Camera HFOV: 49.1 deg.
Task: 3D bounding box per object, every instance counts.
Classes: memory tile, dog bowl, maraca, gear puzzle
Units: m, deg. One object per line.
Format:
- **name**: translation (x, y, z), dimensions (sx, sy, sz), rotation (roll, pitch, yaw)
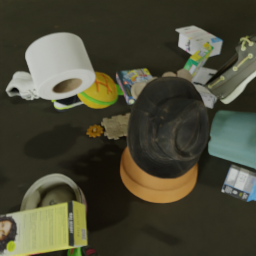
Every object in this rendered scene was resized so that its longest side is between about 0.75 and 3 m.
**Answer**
- **memory tile**: translation (1.113, -0.746, 7.840), dimensions (2.019, 1.548, 0.170), rotation (-20, 3, -23)
- **dog bowl**: translation (-1.811, 2.066, 7.068), dimensions (1.706, 0.629, 1.706), rotation (-7, 65, 16)
- **maraca**: translation (-0.868, -1.223, 8.757), dimensions (1.325, 1.034, 1.933), rotation (40, 30, 6)
- **gear puzzle**: translation (-0.335, 0.028, 10.277), dimensions (2.371, 0.310, 1.228), rotation (-12, 43, -9)

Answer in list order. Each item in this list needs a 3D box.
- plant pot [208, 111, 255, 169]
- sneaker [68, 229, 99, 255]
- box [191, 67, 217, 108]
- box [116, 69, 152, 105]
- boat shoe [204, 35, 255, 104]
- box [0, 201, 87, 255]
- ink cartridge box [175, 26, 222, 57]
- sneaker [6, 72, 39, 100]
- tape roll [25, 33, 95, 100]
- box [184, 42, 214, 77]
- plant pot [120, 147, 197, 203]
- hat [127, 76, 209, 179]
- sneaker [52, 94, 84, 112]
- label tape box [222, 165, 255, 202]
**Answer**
- **plant pot**: translation (3.654, 0.328, 8.756), dimensions (1.951, 1.992, 1.992), rotation (11, 41, 25)
- **sneaker**: translation (-0.974, 3.051, 6.494), dimensions (0.686, 0.628, 1.637), rotation (29, 20, -27)
- **box**: translation (3.349, -1.794, 12.134), dimensions (1.243, 0.641, 2.131), rotation (17, 42, 19)
- **box**: translation (0.427, -1.886, 12.420), dimensions (1.487, 0.410, 2.177), rotation (-10, 41, -11)
- **boat shoe**: translation (3.346, -1.965, 7.853), dimensions (0.894, 2.991, 1.069), rotation (32, 40, -3)
- **box**: translation (-2.245, 2.383, 6.343), dimensions (2.563, 0.642, 0.964), rotation (-15, 63, 11)
- **ink cartridge box**: translation (3.806, -4.784, 15.557), dimensions (1.410, 0.831, 2.450), rotation (-18, 43, -20)
- **sneaker**: translation (-3.837, -1.636, 11.825), dimensions (2.771, 1.032, 1.207), rotation (3, 47, 19)
- **tape roll**: translation (-1.499, -1.330, 6.261), dimensions (1.337, 1.337, 0.918), rotation (-17, 77, -19)
- **box**: translation (3.256, -3.111, 13.184), dimensions (0.537, 1.302, 2.219), rotation (35, 49, 9)
- **plant pot**: translation (0.949, 0.742, 8.305), dimensions (2.396, 1.677, 2.396), rotation (0, 41, 0)
- **hat**: translation (1.130, -0.029, 6.011), dimensions (2.388, 2.388, 0.963), rotation (-23, 9, -25)
- **sneaker**: translation (-2.170, -1.347, 11.450), dimensions (0.720, 0.831, 2.008), rotation (31, 49, 32)
- **label tape box**: translation (2.529, 1.233, 6.035), dimensions (0.826, 0.596, 0.262), rotation (20, 17, 21)
